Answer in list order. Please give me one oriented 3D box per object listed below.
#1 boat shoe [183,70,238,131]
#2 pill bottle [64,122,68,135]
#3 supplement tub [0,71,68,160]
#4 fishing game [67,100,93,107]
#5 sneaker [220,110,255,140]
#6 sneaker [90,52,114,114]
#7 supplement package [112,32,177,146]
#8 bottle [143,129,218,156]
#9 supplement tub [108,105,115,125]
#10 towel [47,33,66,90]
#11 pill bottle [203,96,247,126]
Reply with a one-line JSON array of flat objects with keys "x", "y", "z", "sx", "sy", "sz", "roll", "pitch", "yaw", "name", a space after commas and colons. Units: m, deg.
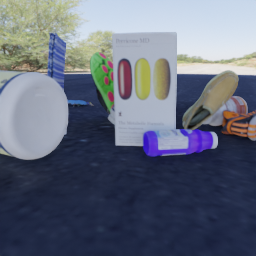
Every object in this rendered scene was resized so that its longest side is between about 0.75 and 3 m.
[{"x": 2.301, "y": -0.648, "z": 7.830, "sx": 0.741, "sy": 2.069, "sz": 0.788, "roll": 33, "pitch": 29, "yaw": -1, "name": "boat shoe"}, {"x": -1.939, "y": -0.343, "z": 7.534, "sx": 0.596, "sy": 1.063, "sz": 0.596, "roll": -5, "pitch": 7, "yaw": 1, "name": "pill bottle"}, {"x": -2.745, "y": -0.354, "z": 6.102, "sx": 2.431, "sy": 1.762, "sz": 1.762, "roll": 8, "pitch": 16, "yaw": 28, "name": "supplement tub"}, {"x": -2.492, "y": -1.161, "z": 13.278, "sx": 1.563, "sy": 0.243, "sz": 1.119, "roll": 3, "pitch": 12, "yaw": -21, "name": "fishing game"}, {"x": 3.503, "y": -0.289, "z": 8.311, "sx": 1.225, "sy": 0.848, "sz": 2.187, "roll": 14, "pitch": 19, "yaw": 41, "name": "sneaker"}, {"x": -0.877, "y": -1.465, "z": 10.041, "sx": 0.940, "sy": 2.450, "sz": 1.027, "roll": -30, "pitch": 26, "yaw": -30, "name": "sneaker"}, {"x": 0.473, "y": -1.032, "z": 7.243, "sx": 1.537, "sy": 2.702, "sz": 1.480, "roll": 1, "pitch": 16, "yaw": 8, "name": "supplement package"}, {"x": 1.198, "y": 0.318, "z": 6.417, "sx": 1.660, "sy": 0.542, "sz": 0.693, "roll": -2, "pitch": 14, "yaw": -9, "name": "bottle"}, {"x": -0.062, "y": -0.594, "z": 8.656, "sx": 0.794, "sy": 1.100, "sz": 0.794, "roll": 31, "pitch": 12, "yaw": -8, "name": "supplement tub"}, {"x": -2.508, "y": -1.800, "z": 10.064, "sx": 0.337, "sy": 2.827, "sz": 2.047, "roll": 5, "pitch": 7, "yaw": -2, "name": "towel"}, {"x": 3.069, "y": -0.549, "z": 9.228, "sx": 1.620, "sy": 0.909, "sz": 0.909, "roll": -8, "pitch": 16, "yaw": -31, "name": "pill bottle"}]
